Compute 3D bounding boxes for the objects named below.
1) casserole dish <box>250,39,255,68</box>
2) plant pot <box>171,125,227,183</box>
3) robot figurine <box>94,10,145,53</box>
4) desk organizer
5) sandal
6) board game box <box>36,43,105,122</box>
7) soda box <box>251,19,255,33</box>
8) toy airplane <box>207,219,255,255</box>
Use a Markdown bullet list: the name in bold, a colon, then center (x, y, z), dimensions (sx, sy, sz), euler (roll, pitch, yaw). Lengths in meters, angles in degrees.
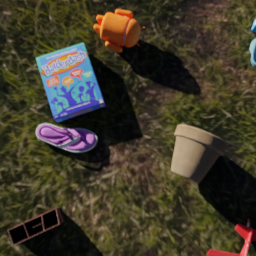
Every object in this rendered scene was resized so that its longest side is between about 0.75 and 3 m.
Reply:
- **casserole dish**: center (6.387, -2.883, 11.681), dimensions (2.834, 0.550, 1.716), euler (20, 78, 4)
- **plant pot**: center (2.377, 1.021, 10.198), dimensions (1.942, 1.942, 1.694), euler (23, 86, 5)
- **robot figurine**: center (-0.376, -4.025, 11.623), dimensions (2.018, 1.177, 1.451), euler (17, 56, 5)
- **desk organizer**: center (-3.330, 3.569, 10.191), dimensions (1.791, 0.690, 0.642), euler (-24, 80, -5)
- **sandal**: center (-2.451, 0.394, 10.933), dimensions (2.442, 0.600, 0.994), euler (8, 78, 2)
- **board game box**: center (-2.336, -1.854, 11.393), dimensions (2.083, 0.616, 2.739), euler (-20, 79, -3)
- **soda box**: center (6.304, -4.226, 11.952), dimensions (1.811, 0.581, 0.614), euler (21, 79, 5)
- **toy airplane**: center (4.215, 4.573, 10.100), dimensions (2.494, 0.459, 2.494), euler (0, 78, -2)
